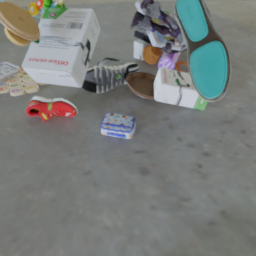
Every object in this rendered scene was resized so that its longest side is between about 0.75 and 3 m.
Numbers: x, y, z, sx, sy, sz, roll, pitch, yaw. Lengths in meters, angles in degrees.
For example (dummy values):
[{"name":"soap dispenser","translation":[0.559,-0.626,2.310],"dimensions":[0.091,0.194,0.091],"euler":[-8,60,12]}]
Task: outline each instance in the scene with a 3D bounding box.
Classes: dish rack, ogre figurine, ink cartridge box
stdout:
[{"name":"dish rack","translation":[-5.653,-2.411,12.373],"dimensions":[1.628,0.354,1.397],"euler":[26,49,38]},{"name":"ogre figurine","translation":[-1.847,-3.119,7.731],"dimensions":[0.608,1.240,0.743],"euler":[-12,41,46]},{"name":"ink cartridge box","translation":[2.007,-1.510,10.715],"dimensions":[1.907,0.804,1.393],"euler":[11,38,-6]},{"name":"ink cartridge box","translation":[-1.292,-1.608,5.576],"dimensions":[1.084,0.614,1.478],"euler":[9,69,14]}]

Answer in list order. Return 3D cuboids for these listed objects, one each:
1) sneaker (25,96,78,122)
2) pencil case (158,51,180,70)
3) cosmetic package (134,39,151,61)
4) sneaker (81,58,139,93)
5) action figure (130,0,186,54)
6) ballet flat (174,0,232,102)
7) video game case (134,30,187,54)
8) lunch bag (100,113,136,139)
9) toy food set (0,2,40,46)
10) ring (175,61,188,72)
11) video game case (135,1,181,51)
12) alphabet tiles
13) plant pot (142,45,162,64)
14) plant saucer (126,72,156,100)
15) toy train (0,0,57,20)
[{"name":"sneaker","translation":[-2.728,-0.555,9.959],"dimensions":[1.986,0.765,0.843],"euler":[6,50,19]},{"name":"pencil case","translation":[1.989,-3.307,13.292],"dimensions":[0.804,0.818,1.915],"euler":[41,40,-14]},{"name":"cosmetic package","translation":[1.064,-4.210,14.436],"dimensions":[0.650,0.893,1.757],"euler":[29,44,33]},{"name":"sneaker","translation":[-1.126,-2.344,11.996],"dimensions":[2.977,1.117,1.719],"euler":[-16,34,-35]},{"name":"action figure","translation":[1.199,-2.756,7.864],"dimensions":[2.141,1.393,0.743],"euler":[22,51,-15]},{"name":"ballet flat","translation":[1.673,-1.737,6.059],"dimensions":[0.862,2.558,0.815],"euler":[-19,-15,26]},{"name":"video game case","translation":[2.081,-4.405,13.720],"dimensions":[2.695,0.344,2.436],"euler":[-24,47,-36]},{"name":"lunch bag","translation":[-0.308,-0.061,9.404],"dimensions":[1.171,0.442,0.938],"euler":[8,40,11]},{"name":"toy food set","translation":[-1.899,-1.801,4.832],"dimensions":[0.883,0.215,0.874],"euler":[48,27,-4]},{"name":"ring","translation":[2.641,-2.644,12.788],"dimensions":[1.121,0.108,1.121],"euler":[12,47,-13]},{"name":"video game case","translation":[1.128,-3.439,9.576],"dimensions":[1.766,0.195,1.608],"euler":[-10,75,-48]},{"name":"alphabet tiles","translation":[-4.648,-2.090,12.255],"dimensions":[2.270,0.169,2.321],"euler":[-15,40,-18]},{"name":"plant pot","translation":[1.210,-3.618,13.498],"dimensions":[0.894,0.894,0.626],"euler":[-23,-1,-27]},{"name":"plant saucer","translation":[0.746,-1.654,11.307],"dimensions":[1.783,0.326,1.783],"euler":[12,39,-10]},{"name":"toy train","translation":[-3.189,-3.439,8.442],"dimensions":[2.399,0.667,1.802],"euler":[-9,5,-6]}]
